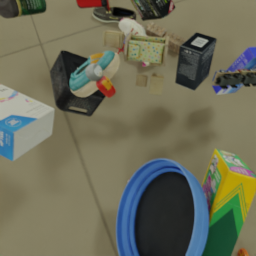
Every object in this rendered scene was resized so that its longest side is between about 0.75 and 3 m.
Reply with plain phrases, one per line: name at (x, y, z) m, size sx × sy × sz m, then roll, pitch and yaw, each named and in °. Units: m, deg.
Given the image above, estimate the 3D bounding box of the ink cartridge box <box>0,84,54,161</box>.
ink cartridge box at (-3.233, -0.339, 6.772) m, size 2.462 × 0.828 × 1.431 m, roll 24°, pitch 32°, yaw 13°

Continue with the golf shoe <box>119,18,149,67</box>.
golf shoe at (0.339, -3.594, 11.726) m, size 1.170 × 0.963 × 2.557 m, roll -40°, pitch 71°, yaw -12°

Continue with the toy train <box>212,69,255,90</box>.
toy train at (3.398, -1.468, 8.017) m, size 2.688 × 0.458 × 0.616 m, roll -9°, pitch 41°, yaw -29°

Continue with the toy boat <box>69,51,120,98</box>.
toy boat at (-0.843, -1.388, 7.095) m, size 1.583 × 0.875 × 1.883 m, roll -40°, pitch 30°, yaw 1°

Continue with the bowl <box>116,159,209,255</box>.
bowl at (0.727, 2.206, 6.781) m, size 0.570 × 2.903 × 2.903 m, roll 21°, pitch 63°, yaw -29°

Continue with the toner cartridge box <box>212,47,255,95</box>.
toner cartridge box at (3.713, -1.832, 9.209) m, size 0.924 × 1.945 × 0.420 m, roll -9°, pitch 66°, yaw -24°

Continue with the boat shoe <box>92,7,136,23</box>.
boat shoe at (-0.618, -5.126, 12.536) m, size 2.054 × 0.618 × 0.732 m, roll 13°, pitch 67°, yaw 6°

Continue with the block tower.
block tower at (1.607, -3.872, 12.063) m, size 1.852 × 0.535 × 0.500 m, roll 32°, pitch 70°, yaw 15°

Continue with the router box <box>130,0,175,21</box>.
router box at (0.481, -4.233, 8.537) m, size 0.579 × 1.864 × 1.397 m, roll -42°, pitch 29°, yaw -8°

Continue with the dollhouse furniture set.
dollhouse furniture set at (0.124, -1.856, 8.436) m, size 1.973 × 1.745 × 1.097 m, roll 8°, pitch 32°, yaw 6°

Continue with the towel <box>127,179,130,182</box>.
towel at (0.496, 1.793, 9.811) m, size 0.651 × 0.133 × 0.889 m, roll 42°, pitch 73°, yaw 17°

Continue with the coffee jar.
coffee jar at (-3.033, -3.488, 7.993) m, size 0.690 × 0.564 × 1.323 m, roll 8°, pitch 30°, yaw 29°

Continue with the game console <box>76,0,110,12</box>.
game console at (-1.208, -4.523, 8.917) m, size 0.898 × 1.304 × 1.513 m, roll -10°, pitch 100°, yaw 4°

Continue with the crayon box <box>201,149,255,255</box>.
crayon box at (2.289, 1.815, 6.995) m, size 0.727 × 2.493 × 2.151 m, roll 19°, pitch 100°, yaw 8°

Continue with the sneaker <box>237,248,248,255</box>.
sneaker at (3.770, 4.367, 8.584) m, size 0.515 × 0.488 × 1.336 m, roll -11°, pitch 72°, yaw -23°

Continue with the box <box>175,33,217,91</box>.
box at (2.103, -2.072, 8.788) m, size 0.744 × 1.389 × 1.031 m, roll 27°, pitch 52°, yaw 25°

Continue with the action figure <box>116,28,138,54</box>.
action figure at (-0.076, -2.990, 9.853) m, size 0.333 × 0.506 × 1.022 m, roll 36°, pitch 112°, yaw -13°

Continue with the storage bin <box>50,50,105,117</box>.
storage bin at (-1.650, -1.436, 9.011) m, size 1.308 × 0.907 × 1.935 m, roll 12°, pitch 45°, yaw -36°
